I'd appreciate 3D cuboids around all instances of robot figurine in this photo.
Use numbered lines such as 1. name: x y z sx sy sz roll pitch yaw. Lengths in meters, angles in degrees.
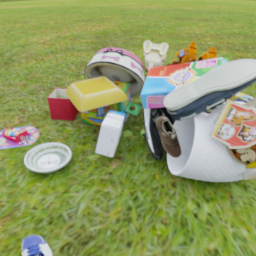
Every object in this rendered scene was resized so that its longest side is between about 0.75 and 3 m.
1. robot figurine: 2.688 -2.825 12.444 1.876 0.753 2.588 10 -12 -15

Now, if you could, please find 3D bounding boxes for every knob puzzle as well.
1. knob puzzle: 3.022 0.015 7.497 1.409 1.409 0.195 9 14 14

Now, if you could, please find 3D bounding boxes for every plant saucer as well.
1. plant saucer: -1.302 -1.468 11.055 2.010 0.487 2.011 -16 34 -22
2. plant saucer: -2.866 1.162 10.110 1.648 0.414 1.648 0 33 0

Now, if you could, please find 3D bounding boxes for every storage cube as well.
1. storage cube: -2.951 -1.103 12.951 1.272 1.144 1.087 4 33 8

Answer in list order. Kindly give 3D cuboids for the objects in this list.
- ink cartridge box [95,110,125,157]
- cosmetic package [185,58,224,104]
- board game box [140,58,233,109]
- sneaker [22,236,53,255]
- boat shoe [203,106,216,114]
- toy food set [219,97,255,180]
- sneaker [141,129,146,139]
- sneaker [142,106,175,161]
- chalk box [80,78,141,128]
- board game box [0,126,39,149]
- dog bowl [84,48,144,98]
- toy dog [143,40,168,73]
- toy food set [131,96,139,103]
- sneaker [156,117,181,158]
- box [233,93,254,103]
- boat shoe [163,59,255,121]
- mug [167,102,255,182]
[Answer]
1. ink cartridge box: -0.629 0.178 10.341 0.688 1.174 1.625 14 23 0
2. cosmetic package: 3.195 -1.427 11.652 1.804 2.169 1.815 -3 -14 27
3. board game box: 2.083 -1.585 9.910 2.936 0.592 2.246 -4 34 17
4. sneaker: -2.110 3.115 6.545 0.704 1.007 1.744 -12 35 -20
5. boat shoe: 2.666 -0.770 9.795 1.674 0.543 0.613 0 -1 28
6. toy food set: 3.552 0.385 7.680 1.618 2.344 0.471 -22 14 15
7. sneaker: 1.142 0.185 11.145 1.341 0.562 0.515 -12 24 42
8. sneaker: 1.225 -0.214 10.244 1.232 1.066 2.815 -9 59 9
9. chalk box: -0.722 -1.055 12.353 2.479 1.536 1.547 8 40 14
10. board game box: -4.652 0.242 11.594 1.821 0.355 1.439 -8 34 -12
11. dog bowl: -0.503 -2.483 12.649 2.789 2.789 1.028 9 68 14
12. toy dog: 1.218 -2.961 12.586 1.062 1.521 1.475 2 75 5
13. toy food set: -0.262 -1.288 13.782 1.556 0.312 1.074 -32 59 -14
14. sneaker: 1.320 0.323 8.857 0.513 1.456 0.550 -30 7 -15
15. box: 5.329 -1.469 14.013 0.545 0.594 1.696 -23 40 -32
16. boat shoe: 2.440 -0.990 8.026 2.814 0.870 1.053 -27 39 15
17. mug: 2.967 0.427 8.948 2.553 2.912 2.149 12 36 -11
